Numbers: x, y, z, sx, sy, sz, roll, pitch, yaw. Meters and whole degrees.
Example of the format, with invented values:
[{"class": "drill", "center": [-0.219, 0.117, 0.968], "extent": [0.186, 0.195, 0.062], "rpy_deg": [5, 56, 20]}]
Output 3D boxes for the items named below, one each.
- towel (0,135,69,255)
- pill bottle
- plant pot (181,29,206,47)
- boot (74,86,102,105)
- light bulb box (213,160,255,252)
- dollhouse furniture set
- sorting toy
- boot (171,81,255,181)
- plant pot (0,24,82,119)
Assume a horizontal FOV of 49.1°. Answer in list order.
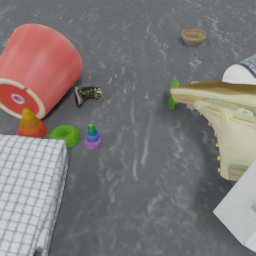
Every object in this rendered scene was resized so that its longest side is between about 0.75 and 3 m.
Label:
[{"class": "towel", "center": [-2.444, 1.421, 5.381], "extent": [2.209, 1.141, 2.667], "rpy_deg": [7, 50, -2]}, {"class": "pill bottle", "center": [3.519, -1.115, 7.468], "extent": [2.766, 1.654, 1.654], "rpy_deg": [-26, 45, 0]}, {"class": "plant pot", "center": [2.725, -3.731, 11.746], "extent": [0.983, 0.454, 0.983], "rpy_deg": [0, 42, 0]}, {"class": "boot", "center": [-1.233, -1.041, 8.671], "extent": [0.822, 0.400, 1.092], "rpy_deg": [-6, 22, -10]}, {"class": "light bulb box", "center": [2.589, 1.412, 4.729], "extent": [1.499, 1.485, 0.935], "rpy_deg": [33, 8, -22]}, {"class": "dollhouse furniture set", "center": [2.249, -0.883, 8.363], "extent": [1.988, 0.768, 0.994], "rpy_deg": [9, 43, 10]}, {"class": "sorting toy", "center": [-1.878, -0.039, 7.397], "extent": [2.404, 0.828, 0.833], "rpy_deg": [10, 43, 12]}, {"class": "boot", "center": [2.139, 0.036, 6.487], "extent": [0.996, 2.126, 2.735], "rpy_deg": [-22, 25, -37]}, {"class": "plant pot", "center": [-2.743, -1.476, 8.112], "extent": [2.295, 2.295, 2.030], "rpy_deg": [10, 53, 11]}]
